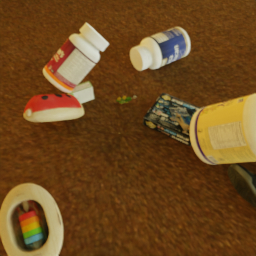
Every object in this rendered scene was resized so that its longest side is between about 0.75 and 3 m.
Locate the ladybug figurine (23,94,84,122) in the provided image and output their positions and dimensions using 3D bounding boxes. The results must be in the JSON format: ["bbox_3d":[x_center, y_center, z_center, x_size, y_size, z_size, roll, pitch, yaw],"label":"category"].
[{"bbox_3d":[-2.770,-0.773,10.543,1.803,0.955,2.656,0,7,25],"label":"ladybug figurine"}]

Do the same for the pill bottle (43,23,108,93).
[{"bbox_3d":[-2.026,-2.718,10.960,2.540,1.391,1.391,-47,57,11],"label":"pill bottle"}]

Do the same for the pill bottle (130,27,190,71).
[{"bbox_3d":[1.493,-3.708,13.410,2.687,1.492,1.492,-27,55,-20],"label":"pill bottle"}]

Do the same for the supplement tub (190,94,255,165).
[{"bbox_3d":[3.713,0.072,9.107,2.880,2.094,2.094,-15,32,49],"label":"supplement tub"}]

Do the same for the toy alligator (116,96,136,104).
[{"bbox_3d":[-0.096,-1.185,11.934,0.938,0.311,0.225,-11,50,23],"label":"toy alligator"}]

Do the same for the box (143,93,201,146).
[{"bbox_3d":[1.926,-0.400,11.350,2.155,0.496,1.713,25,55,19],"label":"box"}]

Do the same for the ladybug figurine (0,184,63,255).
[{"bbox_3d":[-2.721,2.850,8.070,1.686,0.893,2.484,-15,76,-6],"label":"ladybug figurine"}]

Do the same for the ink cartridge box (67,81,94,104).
[{"bbox_3d":[-2.216,-1.398,12.014,1.427,0.741,0.423,-23,54,-18],"label":"ink cartridge box"}]

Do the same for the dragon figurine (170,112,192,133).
[{"bbox_3d":[2.275,-0.159,10.478,1.532,0.451,0.762,13,48,-31],"label":"dragon figurine"}]

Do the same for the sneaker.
[{"bbox_3d":[4.484,1.940,9.204,1.373,0.916,2.397,-32,61,-26],"label":"sneaker"}]
